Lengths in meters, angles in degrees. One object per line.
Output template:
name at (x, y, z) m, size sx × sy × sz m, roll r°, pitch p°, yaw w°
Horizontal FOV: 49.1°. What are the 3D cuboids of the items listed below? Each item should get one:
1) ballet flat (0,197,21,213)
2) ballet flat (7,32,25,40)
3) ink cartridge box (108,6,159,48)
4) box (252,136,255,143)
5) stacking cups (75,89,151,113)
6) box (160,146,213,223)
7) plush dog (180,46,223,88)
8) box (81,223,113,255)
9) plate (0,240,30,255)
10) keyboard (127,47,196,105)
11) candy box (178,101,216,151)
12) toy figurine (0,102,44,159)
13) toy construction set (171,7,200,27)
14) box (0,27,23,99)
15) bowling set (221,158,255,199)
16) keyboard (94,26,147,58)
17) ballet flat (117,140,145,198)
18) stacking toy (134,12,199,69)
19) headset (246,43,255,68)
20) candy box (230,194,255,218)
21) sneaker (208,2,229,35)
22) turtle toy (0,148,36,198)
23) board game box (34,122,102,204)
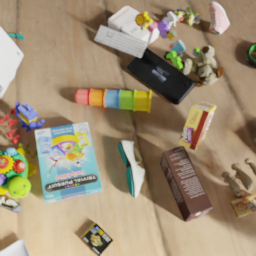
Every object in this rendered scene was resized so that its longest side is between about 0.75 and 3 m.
ballet flat at (-3.816, 2.329, 8.741) m, size 1.056 × 0.380 × 0.380 m, roll 17°, pitch 62°, yaw 8°
ballet flat at (-4.921, -4.114, 12.432) m, size 0.886 × 0.300 × 0.320 m, roll 8°, pitch 42°, yaw 9°
ink cartridge box at (0.229, -4.311, 12.220) m, size 1.852 × 0.767 × 1.357 m, roll 38°, pitch 67°, yaw 19°
box at (5.263, 0.615, 9.667) m, size 1.160 × 0.354 × 1.464 m, roll -28°, pitch 68°, yaw -15°
stacking cups at (-0.555, -1.116, 10.369) m, size 2.792 × 0.845 × 0.845 m, roll 7°, pitch 61°, yaw 4°
box at (1.738, 1.724, 8.698) m, size 0.785 × 1.049 × 2.095 m, roll -15°, pitch 62°, yaw -8°
plush dog at (3.005, -2.261, 10.988) m, size 1.218 × 1.519 × 1.304 m, roll 1°, pitch 64°, yaw -50°
box at (-0.909, 3.311, 8.308) m, size 0.770 × 0.190 × 0.615 m, roll 39°, pitch 66°, yaw 20°
plate at (-3.340, 4.293, 7.698) m, size 1.721 × 0.278 × 1.718 m, roll -29°, pitch 64°, yaw -14°
keyboard at (1.405, -2.223, 11.130) m, size 2.686 × 0.345 × 1.613 m, roll 40°, pitch 89°, yaw 17°
candy box at (2.266, -0.144, 8.977) m, size 0.598 × 2.119 × 1.236 m, roll 21°, pitch 107°, yaw 17°
toy figurine at (-3.433, -0.171, 9.466) m, size 2.113 × 1.266 × 1.115 m, roll 41°, pitch 46°, yaw 13°
toy construction set at (2.382, -4.952, 12.664) m, size 1.579 × 0.727 × 1.035 m, roll -20°, pitch 62°, yaw -23°
box at (-5.436, -2.593, 10.240) m, size 1.499 × 2.294 × 2.282 m, roll 1°, pitch 59°, yaw 21°
bowling set at (3.379, 1.663, 8.754) m, size 1.536 × 1.069 × 0.825 m, roll -10°, pitch 48°, yaw -29°
keyboard at (-0.344, -3.605, 11.641) m, size 2.457 × 0.131 × 0.691 m, roll 28°, pitch 103°, yaw 25°
ballet flat at (0.189, 1.265, 9.208) m, size 0.702 × 0.702 × 2.021 m, roll -13°, pitch 61°, yaw -7°
stacking toy at (1.691, -3.520, 11.232) m, size 2.042 × 0.636 × 2.709 m, roll -25°, pitch 78°, yaw -46°
headset at (6.058, -3.061, 11.351) m, size 2.297 × 1.079 × 1.418 m, roll 6°, pitch 61°, yaw 16°
candy box at (3.718, 2.432, 8.766) m, size 0.854 × 0.236 × 0.493 m, roll -14°, pitch 62°, yaw -8°
sneaker at (3.795, -4.668, 12.125) m, size 0.787 × 1.505 × 0.567 m, roll -52°, pitch 39°, yaw -1°
turtle toy at (-3.719, 1.427, 8.884) m, size 1.402 × 0.973 × 1.924 m, roll -36°, pitch 69°, yaw -18°
board game box at (-1.957, 1.076, 9.090) m, size 1.762 × 0.548 × 2.334 m, roll -11°, pitch 68°, yaw -13°
